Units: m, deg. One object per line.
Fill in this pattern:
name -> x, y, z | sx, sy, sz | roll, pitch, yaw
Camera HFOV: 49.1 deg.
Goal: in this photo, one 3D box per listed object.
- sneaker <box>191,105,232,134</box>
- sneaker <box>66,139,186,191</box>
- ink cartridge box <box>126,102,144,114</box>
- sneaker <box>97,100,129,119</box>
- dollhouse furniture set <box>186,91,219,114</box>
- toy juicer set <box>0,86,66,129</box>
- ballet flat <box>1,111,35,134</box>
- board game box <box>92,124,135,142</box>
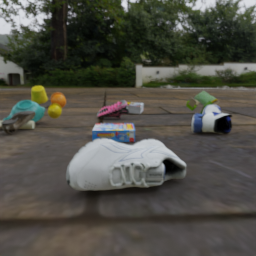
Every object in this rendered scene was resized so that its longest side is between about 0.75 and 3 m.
sneaker -> 2.803, -0.187, 8.859 | 1.062, 0.743, 1.839 | 10, 21, 31
sneaker -> 0.051, 0.581, 4.319 | 2.025, 0.754, 0.882 | -8, 17, -34
ink cartridge box -> 0.243, -1.001, 13.554 | 0.926, 0.388, 0.813 | 6, 22, 15
sneaker -> -0.606, -0.600, 11.624 | 1.418, 0.676, 0.560 | -18, 36, 18
dollhouse furniture set -> 3.278, -1.215, 11.937 | 1.380, 0.693, 0.904 | -35, 68, -30
toy juicer set -> -3.425, -0.452, 10.192 | 1.894, 0.810, 2.977 | 14, 38, 17
ballet flat -> -3.485, -0.201, 8.995 | 0.605, 0.416, 1.796 | -3, 17, 5
board game box -> -0.395, 0.124, 7.918 | 1.129, 0.322, 1.153 | -1, 10, -2
